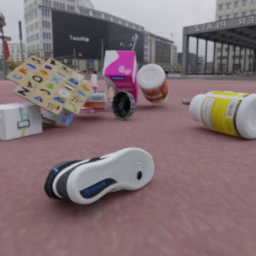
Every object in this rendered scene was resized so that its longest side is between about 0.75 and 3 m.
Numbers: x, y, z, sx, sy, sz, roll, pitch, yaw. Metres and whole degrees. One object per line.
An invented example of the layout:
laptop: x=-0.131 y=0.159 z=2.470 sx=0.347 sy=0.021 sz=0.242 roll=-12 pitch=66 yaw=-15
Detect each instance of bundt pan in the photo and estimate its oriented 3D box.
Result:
bundt pan: x=-0.128 y=-0.833 z=10.265 sx=0.404 sy=1.076 sz=1.076 roll=-5 pitch=12 yaw=-45

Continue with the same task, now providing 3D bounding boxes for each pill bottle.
pill bottle: x=1.248 y=-1.912 z=13.233 sx=1.265 sy=1.265 sz=2.255 roll=4 pitch=-17 yaw=18
pill bottle: x=2.789 y=-0.443 z=8.048 sx=1.173 sy=1.173 sz=2.086 roll=-7 pitch=14 yaw=-29

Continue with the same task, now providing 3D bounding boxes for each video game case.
video game case: x=-2.167 y=-0.701 z=9.157 sx=0.982 sy=1.083 sz=0.246 roll=18 pitch=-9 yaw=27

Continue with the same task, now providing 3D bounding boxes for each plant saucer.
plant saucer: x=-2.829 y=-0.244 z=9.065 sx=1.017 sy=0.186 sz=1.017 roll=20 pitch=12 yaw=-4

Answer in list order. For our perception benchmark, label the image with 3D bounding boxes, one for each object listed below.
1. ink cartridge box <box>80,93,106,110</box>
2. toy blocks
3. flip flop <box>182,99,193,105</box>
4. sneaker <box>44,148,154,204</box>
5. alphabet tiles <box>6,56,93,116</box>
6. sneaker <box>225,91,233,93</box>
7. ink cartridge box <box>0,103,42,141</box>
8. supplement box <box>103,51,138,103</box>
ink cartridge box: x=-1.513 y=-0.809 z=10.398 sx=1.268 sy=0.392 sz=1.563 roll=-2 pitch=-19 yaw=-10
toy blocks: x=-1.554 y=-1.143 z=12.024 sx=1.646 sy=1.386 sz=1.538 roll=-20 pitch=-30 yaw=31
flip flop: x=3.559 y=-1.435 z=14.407 sx=0.725 sy=0.514 sz=1.787 roll=-10 pitch=16 yaw=-40
sneaker: x=-0.452 y=0.652 z=4.263 sx=0.982 sy=0.642 sz=1.756 roll=-3 pitch=0 yaw=40
alphabet tiles: x=-2.293 y=-1.354 z=8.596 sx=2.206 sy=0.084 sz=2.651 roll=28 pitch=34 yaw=-8
sneaker: x=4.831 y=-1.381 z=13.508 sx=0.713 sy=0.812 sz=2.027 roll=-1 pitch=10 yaw=5
ink cartridge box: x=-3.162 y=-0.216 z=7.819 sx=0.850 sy=0.846 sz=1.158 roll=9 pitch=15 yaw=35
supplement box: x=-0.273 y=-2.306 z=13.109 sx=1.309 sy=1.337 sz=2.586 roll=3 pitch=-23 yaw=8
